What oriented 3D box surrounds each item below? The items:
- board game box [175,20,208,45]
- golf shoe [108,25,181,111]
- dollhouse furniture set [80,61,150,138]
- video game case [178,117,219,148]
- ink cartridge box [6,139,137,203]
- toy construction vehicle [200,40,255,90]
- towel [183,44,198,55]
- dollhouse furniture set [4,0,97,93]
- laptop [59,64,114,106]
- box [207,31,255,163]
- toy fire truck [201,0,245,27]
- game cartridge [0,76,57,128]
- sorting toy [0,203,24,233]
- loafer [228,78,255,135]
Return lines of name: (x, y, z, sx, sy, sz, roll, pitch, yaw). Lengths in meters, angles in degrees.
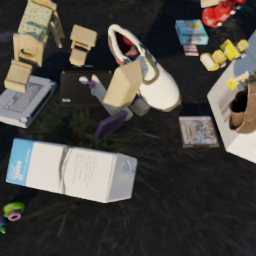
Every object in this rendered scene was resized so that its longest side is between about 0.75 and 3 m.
board game box: (3.055, -4.665, 13.637, 1.223, 0.380, 1.620, -3, 48, -2)
golf shoe: (0.291, -1.356, 6.525, 0.920, 1.050, 2.383, -41, 82, 8)
dollhouse furniture set: (-0.247, -1.262, 7.019, 1.831, 2.311, 1.640, -27, 73, -31)
video game case: (2.370, 0.119, 9.533, 1.158, 0.163, 1.281, -1, 48, -1)
ink cartridge box: (-1.123, 0.905, 6.073, 2.242, 1.626, 0.938, 7, 82, 18)
toy construction vehicle: (1.953, -1.162, 4.991, 1.171, 0.412, 1.019, -16, 67, -31)
towel: (2.865, -3.599, 12.890, 0.592, 0.093, 0.822, 1, 50, -2)
dollhouse furniture set: (-1.974, -2.030, 7.531, 1.987, 1.249, 2.246, 15, 69, -15)
laptop: (-1.589, -1.789, 11.262, 2.012, 1.173, 2.270, 0, 23, -1)
box: (3.527, -0.784, 6.827, 1.670, 2.556, 2.542, 22, 35, -13)
toy fire truck: (2.528, -3.585, 7.894, 1.277, 1.811, 0.442, 4, 75, -21)
game cartridge: (-3.884, -1.054, 10.410, 1.568, 0.489, 2.355, 11, 49, 15)
sorting toy: (-3.231, 2.361, 7.213, 1.134, 0.681, 0.465, -6, 46, -30)
loafer: (2.034, -0.410, 4.820, 0.645, 1.816, 0.663, 7, 69, 4)
